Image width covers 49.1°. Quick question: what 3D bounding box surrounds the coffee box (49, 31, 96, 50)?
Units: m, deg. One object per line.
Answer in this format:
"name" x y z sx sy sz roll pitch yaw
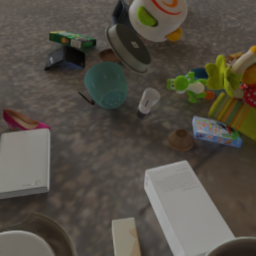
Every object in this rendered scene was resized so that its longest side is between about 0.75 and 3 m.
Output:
"coffee box" -2.686 -4.254 13.532 1.984 0.436 1.220 21 29 22

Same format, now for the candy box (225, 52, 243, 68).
"candy box" 4.381 -2.534 11.466 1.604 0.453 0.936 -21 60 -34

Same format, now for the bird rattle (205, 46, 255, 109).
"bird rattle" 3.821 -1.438 9.009 2.509 2.046 1.414 32 21 -31

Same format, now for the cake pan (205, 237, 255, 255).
"cake pan" 2.213 3.310 4.769 2.670 0.490 2.670 3 60 -6

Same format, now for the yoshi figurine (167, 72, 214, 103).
"yoshi figurine" 2.298 -1.491 10.112 1.737 0.973 0.976 6 50 -8

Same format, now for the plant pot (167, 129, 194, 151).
"plant pot" 1.646 0.308 8.720 0.821 0.379 0.821 -2 45 2

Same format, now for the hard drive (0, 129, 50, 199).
"hard drive" -3.000 0.938 8.023 1.429 0.285 2.166 -7 45 -8

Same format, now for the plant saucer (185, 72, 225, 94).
"plant saucer" 3.166 -1.944 11.325 1.779 0.244 1.779 0 42 0

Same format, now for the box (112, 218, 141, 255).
"box" -0.023 2.672 5.938 0.519 0.634 1.335 -5 43 -6

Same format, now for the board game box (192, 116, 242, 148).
"board game box" 2.743 0.107 8.770 1.388 0.254 1.050 12 31 2

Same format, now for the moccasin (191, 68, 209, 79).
"moccasin" 2.910 -2.142 11.090 1.130 0.454 0.385 5 23 -28

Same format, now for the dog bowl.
"dog bowl" -2.346 3.066 5.333 2.871 0.842 2.871 0 41 0

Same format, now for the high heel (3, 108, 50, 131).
"high heel" -3.287 -0.229 9.061 1.553 0.745 0.523 13 44 14

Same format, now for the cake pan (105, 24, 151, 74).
"cake pan" 0.097 -3.280 11.433 2.380 0.437 2.380 35 36 -30

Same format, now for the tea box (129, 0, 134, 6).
"tea box" 1.670 -8.412 17.483 2.386 1.621 2.426 26 48 27

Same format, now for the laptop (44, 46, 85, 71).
"laptop" -2.845 -3.024 12.667 1.595 0.824 1.414 -24 40 12

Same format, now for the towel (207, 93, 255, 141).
"towel" 3.960 -0.091 8.829 2.792 0.252 1.202 31 57 16

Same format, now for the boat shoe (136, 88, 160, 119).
"boat shoe" 0.596 -0.824 9.315 0.563 0.554 1.563 37 37 1

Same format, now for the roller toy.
"roller toy" 1.441 -5.672 13.803 2.775 1.939 2.531 3 68 -24

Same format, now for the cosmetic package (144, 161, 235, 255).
"cosmetic package" 1.320 1.966 6.561 1.195 0.871 2.351 -12 45 -12

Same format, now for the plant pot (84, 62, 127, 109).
"plant pot" -0.692 -1.405 9.928 1.465 1.465 1.175 -14 55 -15

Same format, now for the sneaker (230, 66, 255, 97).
"sneaker" 4.397 -1.460 10.208 2.075 0.934 0.726 33 88 15

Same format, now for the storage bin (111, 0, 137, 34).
"storage bin" -0.072 -5.819 15.019 1.292 1.400 1.924 18 37 -22

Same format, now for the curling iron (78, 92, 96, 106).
"curling iron" -1.518 -1.087 10.270 0.833 0.106 0.206 34 88 15

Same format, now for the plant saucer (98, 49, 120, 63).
"plant saucer" -0.747 -3.268 12.834 1.212 0.222 1.212 0 43 0
